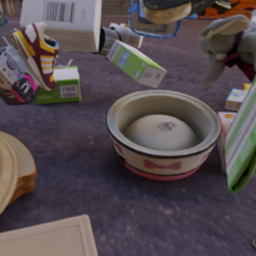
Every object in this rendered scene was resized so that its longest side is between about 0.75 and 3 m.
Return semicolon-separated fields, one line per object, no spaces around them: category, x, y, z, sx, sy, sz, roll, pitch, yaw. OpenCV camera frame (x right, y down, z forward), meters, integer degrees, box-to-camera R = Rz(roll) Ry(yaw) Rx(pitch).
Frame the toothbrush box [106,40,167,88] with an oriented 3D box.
toothbrush box;0.191;-1.465;6.478;1.146;0.493;0.834;43;22;31

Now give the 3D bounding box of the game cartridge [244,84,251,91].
game cartridge;5.477;-1.625;11.934;0.964;0.177;1.094;8;29;15

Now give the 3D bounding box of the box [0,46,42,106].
box;-2.892;-1.226;6.852;0.853;1.291;0.741;1;53;28

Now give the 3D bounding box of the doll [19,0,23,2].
doll;-2.762;-3.868;8.372;1.623;0.393;1.108;21;73;0

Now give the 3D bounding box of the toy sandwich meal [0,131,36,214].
toy sandwich meal;-3.295;1.170;5.394;2.915;0.998;2.915;-1;49;1

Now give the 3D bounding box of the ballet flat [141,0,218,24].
ballet flat;1.173;-2.202;4.496;0.968;0.827;2.913;32;51;20

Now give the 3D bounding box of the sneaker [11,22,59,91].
sneaker;-1.715;-1.435;5.900;0.745;1.653;0.620;-29;63;-6

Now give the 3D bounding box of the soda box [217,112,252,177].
soda box;2.766;0.340;7.365;0.697;0.750;2.192;5;27;10

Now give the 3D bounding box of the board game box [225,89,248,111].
board game box;4.798;-0.907;10.285;2.130;0.365;1.432;14;29;25

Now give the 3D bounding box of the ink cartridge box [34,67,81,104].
ink cartridge box;-2.886;-1.857;11.614;1.738;0.891;2.351;-5;26;-9

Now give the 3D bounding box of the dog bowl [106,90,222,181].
dog bowl;0.829;0.152;7.041;2.762;1.019;2.762;1;36;0

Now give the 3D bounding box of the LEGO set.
LEGO set;-3.736;-2.692;7.763;1.163;1.557;0.382;-30;18;11

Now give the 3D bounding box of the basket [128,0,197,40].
basket;0.936;-3.837;9.402;2.025;1.597;2.296;2;22;-16

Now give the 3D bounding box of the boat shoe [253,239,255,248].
boat shoe;2.531;1.947;4.690;0.787;0.283;0.284;8;28;15

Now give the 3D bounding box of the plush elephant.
plush elephant;2.466;-1.694;6.323;1.931;2.494;2.054;6;12;21

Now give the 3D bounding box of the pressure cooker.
pressure cooker;-0.816;-3.137;10.379;1.182;1.040;1.056;-2;59;-44

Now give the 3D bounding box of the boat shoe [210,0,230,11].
boat shoe;3.271;-4.656;10.326;1.252;0.406;0.458;5;4;-31

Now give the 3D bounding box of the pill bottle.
pill bottle;-0.095;-3.756;11.300;1.330;0.761;0.761;16;28;3

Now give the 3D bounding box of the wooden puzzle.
wooden puzzle;-1.432;2.232;4.079;2.042;0.411;2.207;-8;23;-15

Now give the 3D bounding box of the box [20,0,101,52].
box;-1.555;-2.906;6.883;1.706;1.715;1.121;4;-10;-3

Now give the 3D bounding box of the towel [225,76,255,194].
towel;2.012;-0.032;4.502;0.318;1.547;2.073;22;25;9

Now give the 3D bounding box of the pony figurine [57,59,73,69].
pony figurine;-3.145;-2.999;14.249;0.923;0.768;0.891;10;60;11

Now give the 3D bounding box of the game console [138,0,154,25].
game console;0.655;-3.497;7.824;0.948;1.111;0.657;-5;17;-11

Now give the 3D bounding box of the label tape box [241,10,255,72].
label tape box;4.139;-2.624;9.011;0.679;1.546;2.144;12;46;17
